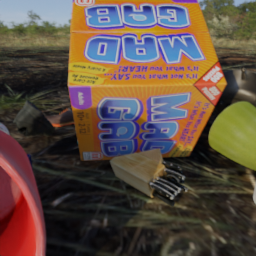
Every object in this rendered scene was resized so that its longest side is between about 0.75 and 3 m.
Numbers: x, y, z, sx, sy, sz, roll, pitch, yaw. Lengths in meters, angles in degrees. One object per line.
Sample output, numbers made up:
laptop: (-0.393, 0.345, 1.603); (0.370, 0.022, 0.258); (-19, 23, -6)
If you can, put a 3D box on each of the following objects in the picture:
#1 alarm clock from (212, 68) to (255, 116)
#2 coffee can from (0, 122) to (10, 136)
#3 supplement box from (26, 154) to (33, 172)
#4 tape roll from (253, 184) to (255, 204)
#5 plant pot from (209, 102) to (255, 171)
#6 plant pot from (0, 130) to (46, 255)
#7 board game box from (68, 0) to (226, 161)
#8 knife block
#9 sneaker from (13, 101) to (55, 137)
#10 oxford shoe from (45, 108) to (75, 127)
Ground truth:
alarm clock: (3.242, -0.700, 8.290); (1.892, 0.934, 2.806); (27, -13, -2)
coffee can: (-2.607, 0.282, 5.434); (0.656, 0.656, 0.896); (-11, 22, -27)
supplement box: (-2.707, 1.016, 5.535); (1.425, 0.776, 0.780); (0, 19, 2)
tape roll: (2.982, 1.137, 5.282); (1.068, 0.733, 1.068); (0, 20, 0)
plant pot: (3.030, 0.375, 6.679); (1.476, 1.476, 1.578); (-10, 35, -25)
plant pot: (-2.260, 0.979, 3.547); (2.562, 2.562, 2.267); (-5, 10, -12)
board game box: (0.179, -1.151, 6.800); (2.857, 2.854, 2.855); (-1, 57, -5)
knife block: (0.381, 1.067, 5.695); (1.540, 0.493, 1.352); (-12, 32, 10)
sneaker: (-2.670, -0.088, 7.869); (0.680, 1.790, 0.812); (37, 76, 18)
oxford shoe: (-2.148, -0.407, 9.624); (1.689, 0.613, 0.601); (-3, 21, -8)
